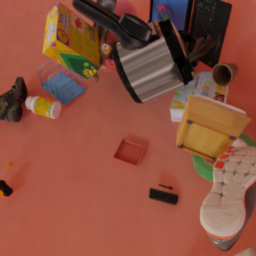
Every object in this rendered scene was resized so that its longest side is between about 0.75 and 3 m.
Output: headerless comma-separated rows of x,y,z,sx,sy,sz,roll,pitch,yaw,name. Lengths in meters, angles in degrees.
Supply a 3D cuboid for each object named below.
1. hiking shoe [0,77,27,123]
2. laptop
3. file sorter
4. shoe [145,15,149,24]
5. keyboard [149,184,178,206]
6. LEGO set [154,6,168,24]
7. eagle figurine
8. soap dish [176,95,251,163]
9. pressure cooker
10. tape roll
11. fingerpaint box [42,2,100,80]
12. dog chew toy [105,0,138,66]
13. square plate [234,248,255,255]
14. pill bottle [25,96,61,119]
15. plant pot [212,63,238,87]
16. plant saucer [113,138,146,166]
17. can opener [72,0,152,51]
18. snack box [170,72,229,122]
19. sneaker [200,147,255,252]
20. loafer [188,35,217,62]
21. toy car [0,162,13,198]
-4.196,-1.078,9.882,1.000,0.752,1.987,0,52,-4,hiking shoe
2.123,-3.650,10.503,1.428,2.451,2.765,-22,47,-23,laptop
-2.492,-1.754,10.341,1.453,0.891,1.008,37,61,25,file sorter
1.630,-4.642,12.424,0.955,1.216,2.673,31,58,22,shoe
1.000,1.819,7.822,0.853,0.088,0.542,16,53,-8,keyboard
1.162,-3.930,10.115,0.417,0.388,1.017,-2,66,-28,LEGO set
-0.709,-3.103,10.077,2.810,2.132,2.120,-51,57,7,eagle figurine
2.110,0.106,7.466,1.544,1.963,0.797,23,62,12,soap dish
1.056,-2.278,9.385,2.639,2.357,2.321,-22,82,15,pressure cooker
2.828,0.814,8.223,1.833,0.440,1.833,-11,39,9,tape roll
-1.836,-2.866,9.272,0.755,1.718,2.060,-34,47,31,fingerpaint box
-0.501,-3.825,11.366,1.647,1.647,2.645,7,82,5,dog chew toy
1.912,4.113,5.213,2.671,0.383,2.696,-33,52,11,square plate
-2.953,-0.743,9.703,1.105,0.614,0.614,16,53,12,pill bottle
3.270,-1.818,9.212,0.675,0.775,0.775,-26,55,-32,plant pot
0.050,0.784,8.791,0.815,0.150,0.817,19,55,14,plant saucer
-0.444,-3.025,7.945,2.459,0.967,0.779,32,35,6,can opener
2.511,-1.079,9.718,1.697,0.681,2.012,6,50,24,snack box
2.353,1.482,6.221,1.049,1.115,2.722,12,43,38,sneaker
1.953,-2.177,7.608,1.192,0.435,0.425,-41,97,-35,loafer
-3.531,1.560,8.174,0.364,0.537,1.094,-37,26,25,toy car
